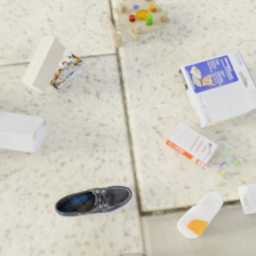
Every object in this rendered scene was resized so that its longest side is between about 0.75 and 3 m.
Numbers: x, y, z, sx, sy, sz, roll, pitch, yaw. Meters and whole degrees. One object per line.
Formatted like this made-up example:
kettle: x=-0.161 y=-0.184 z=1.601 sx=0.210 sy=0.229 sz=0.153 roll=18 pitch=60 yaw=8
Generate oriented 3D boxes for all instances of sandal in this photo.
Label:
sandal: x=2.226 y=2.584 z=8.355 sx=0.693 sy=0.518 sz=1.808 roll=46 pitch=114 yaw=22

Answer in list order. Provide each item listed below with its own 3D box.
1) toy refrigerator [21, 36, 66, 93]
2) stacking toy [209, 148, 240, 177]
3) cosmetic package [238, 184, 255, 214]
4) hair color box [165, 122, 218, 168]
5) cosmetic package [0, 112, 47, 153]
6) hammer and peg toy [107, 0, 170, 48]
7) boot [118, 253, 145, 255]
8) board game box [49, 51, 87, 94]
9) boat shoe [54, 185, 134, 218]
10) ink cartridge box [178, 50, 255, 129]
toy refrigerator: x=-2.991 y=-2.249 z=9.914 sx=0.645 sy=0.700 sz=1.845 roll=18 pitch=82 yaw=27
stacking toy: x=3.177 y=1.128 z=9.214 sx=0.812 sy=0.191 sz=0.612 roll=-37 pitch=89 yaw=0
cosmetic package: x=4.446 y=2.148 z=8.739 sx=1.699 sy=0.629 sz=0.864 roll=-4 pitch=69 yaw=-4
hair color box: x=2.109 y=0.564 z=9.403 sx=1.488 sy=0.476 sz=0.825 roll=33 pitch=66 yaw=13
cosmetic package: x=-3.903 y=0.092 z=9.241 sx=2.126 sy=0.787 sz=1.081 roll=11 pitch=36 yaw=4
hammer and peg toy: x=0.234 y=-4.338 z=11.149 sx=2.396 sy=0.845 sz=1.763 roll=-28 pitch=71 yaw=-11
boot: x=-0.617 y=4.185 z=7.131 sx=2.516 sy=1.895 sz=0.921 roll=-11 pitch=96 yaw=1
board game box: x=-2.445 y=-2.135 z=10.591 sx=0.972 sy=0.267 sz=1.540 roll=37 pitch=73 yaw=14
boat shoe: x=-1.026 y=2.205 z=8.546 sx=2.495 sy=0.826 sz=0.872 roll=-6 pitch=71 yaw=-7
ink cartridge box: x=3.294 y=-1.411 z=10.024 sx=2.345 sy=0.551 sz=2.317 roll=-17 pitch=78 yaw=-11
